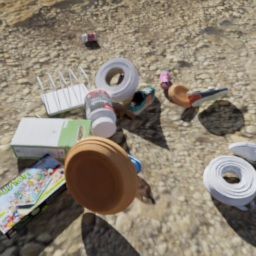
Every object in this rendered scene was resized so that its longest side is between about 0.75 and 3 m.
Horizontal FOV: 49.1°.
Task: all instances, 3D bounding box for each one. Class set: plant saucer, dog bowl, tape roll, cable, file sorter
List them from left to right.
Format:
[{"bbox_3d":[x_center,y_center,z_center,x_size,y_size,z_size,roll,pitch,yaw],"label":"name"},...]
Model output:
[{"bbox_3d":[-2.797,-1.718,12.451,2.082,1.296,1.445,-19,49,-19],"label":"file sorter"},{"bbox_3d":[-0.933,1.526,8.366,2.500,2.500,0.468,19,22,18],"label":"plant saucer"},{"bbox_3d":[-0.489,-2.154,12.668,1.924,0.673,1.924,-6,72,19],"label":"tape roll"},{"bbox_3d":[0.021,1.268,9.955,1.030,0.574,0.255,26,14,14],"label":"dog bowl"},{"bbox_3d":[2.443,-1.480,12.643,1.285,0.207,1.285,11,56,-16],"label":"plant saucer"},{"bbox_3d":[3.434,1.744,9.391,1.746,0.604,1.745,12,51,12],"label":"cable"}]

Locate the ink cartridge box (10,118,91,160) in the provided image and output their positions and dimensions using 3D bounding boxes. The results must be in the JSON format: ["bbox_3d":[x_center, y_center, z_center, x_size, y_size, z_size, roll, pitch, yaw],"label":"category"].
[{"bbox_3d":[-2.815,0.420,10.647,2.752,0.816,1.429,2,45,2],"label":"ink cartridge box"}]

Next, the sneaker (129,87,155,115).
[{"bbox_3d":[0.681,-1.392,12.484,0.680,0.761,1.904,22,49,20],"label":"sneaker"}]

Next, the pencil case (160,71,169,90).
[{"bbox_3d":[1.776,-2.338,13.635,0.481,0.481,1.089,4,44,4],"label":"pencil case"}]

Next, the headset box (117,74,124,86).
[{"bbox_3d":[-0.266,-2.043,13.152,0.387,0.745,1.001,6,45,6],"label":"headset box"}]

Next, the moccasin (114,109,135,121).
[{"bbox_3d":[-0.176,-0.547,11.980,0.950,0.347,0.367,27,41,12],"label":"moccasin"}]

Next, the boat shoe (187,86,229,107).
[{"bbox_3d":[3.592,-1.540,12.531,2.084,0.742,0.652,-19,69,-19],"label":"boat shoe"}]

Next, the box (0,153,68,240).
[{"bbox_3d":[-3.231,2.124,9.203,1.490,0.470,2.707,30,53,27],"label":"box"}]

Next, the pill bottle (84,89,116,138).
[{"bbox_3d":[-1.130,-0.590,11.430,1.147,1.147,1.980,-10,47,-10],"label":"pill bottle"}]

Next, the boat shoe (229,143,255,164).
[{"bbox_3d":[4.643,0.987,10.181,1.874,0.690,0.613,6,57,19],"label":"boat shoe"}]

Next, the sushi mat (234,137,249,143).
[{"bbox_3d":[4.629,0.681,10.932,0.430,0.054,0.899,-30,52,-26],"label":"sushi mat"}]

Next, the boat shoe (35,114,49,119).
[{"bbox_3d":[-3.417,-0.256,11.649,1.121,0.403,0.363,31,46,24],"label":"boat shoe"}]

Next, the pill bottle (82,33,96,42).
[{"bbox_3d":[-2.326,-5.394,16.693,0.768,0.439,0.439,-14,47,-14],"label":"pill bottle"}]
